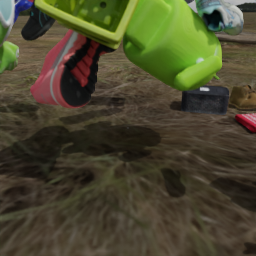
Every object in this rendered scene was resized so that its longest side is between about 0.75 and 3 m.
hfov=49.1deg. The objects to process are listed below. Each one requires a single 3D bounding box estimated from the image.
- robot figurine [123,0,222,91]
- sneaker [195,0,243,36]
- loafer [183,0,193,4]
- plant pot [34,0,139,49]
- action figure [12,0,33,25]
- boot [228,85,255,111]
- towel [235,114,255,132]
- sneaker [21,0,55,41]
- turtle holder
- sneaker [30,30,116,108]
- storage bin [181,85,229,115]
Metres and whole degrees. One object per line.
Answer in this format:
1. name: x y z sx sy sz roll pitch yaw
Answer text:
1. robot figurine: 0.985 -1.806 6.150 2.708 1.567 2.376 22 19 -41
2. sneaker: 1.853 -2.218 5.769 1.605 0.693 0.623 18 -20 -41
3. loafer: 0.846 -3.590 7.070 2.189 0.787 0.689 -13 29 -39
4. plant pot: -0.499 -2.167 4.621 1.394 1.387 1.265 24 3 -2
5. action figure: -2.862 -2.356 5.862 1.186 2.397 0.782 38 14 11
6. boot: 1.987 -0.493 4.634 0.403 0.413 1.094 -1 11 -7
7. towel: 4.328 -0.170 8.607 1.703 0.192 1.232 -1 22 -6
8. sneaker: -2.246 -3.542 7.822 2.609 1.034 0.984 -36 34 22
9. turtle holder: -2.497 -1.834 4.333 1.758 2.313 1.643 -14 44 41
10. sneaker: -1.124 -1.642 5.820 1.253 1.065 2.889 -1 52 32
11. storage bin: 2.696 -1.030 9.893 1.544 0.724 1.044 7 25 13
